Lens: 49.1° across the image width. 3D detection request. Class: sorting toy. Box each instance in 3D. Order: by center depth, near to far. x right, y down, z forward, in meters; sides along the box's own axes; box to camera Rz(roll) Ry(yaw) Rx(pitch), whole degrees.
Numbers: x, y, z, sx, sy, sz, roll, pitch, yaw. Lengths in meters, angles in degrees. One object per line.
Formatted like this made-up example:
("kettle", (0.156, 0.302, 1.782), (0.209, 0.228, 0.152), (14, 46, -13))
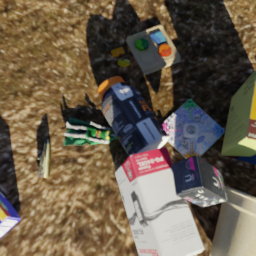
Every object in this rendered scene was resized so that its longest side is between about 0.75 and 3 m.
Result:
("sorting toy", (0.642, -2.958, 10.881), (2.371, 0.317, 1.766), (-23, 73, -7))

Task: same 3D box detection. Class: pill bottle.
("pill bottle", (0.039, -0.398, 9.432), (1.463, 1.463, 2.755), (-29, 74, -9))

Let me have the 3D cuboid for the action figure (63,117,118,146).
("action figure", (-1.259, 0.189, 9.779), (1.861, 0.509, 1.099), (7, 69, -1))

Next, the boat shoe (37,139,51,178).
("boat shoe", (-2.857, 1.034, 9.485), (0.436, 0.474, 1.327), (-1, 76, -5))

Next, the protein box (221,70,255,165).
("protein box", (4.258, -0.230, 8.943), (1.549, 2.279, 2.296), (15, 72, 5))

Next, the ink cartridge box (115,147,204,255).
("ink cartridge box", (0.738, 2.286, 8.123), (1.198, 2.087, 2.874), (-11, 71, -20))

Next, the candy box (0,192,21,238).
("candy box", (-5.329, 2.886, 8.512), (2.508, 1.142, 2.966), (43, 76, 14))

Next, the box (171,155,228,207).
("box", (1.902, 1.453, 7.425), (0.788, 1.485, 0.908), (-27, 51, 31))

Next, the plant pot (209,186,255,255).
("plant pot", (3.437, 3.099, 8.048), (2.297, 2.297, 2.102), (23, 84, 7))

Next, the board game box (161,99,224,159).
("board game box", (2.230, 0.070, 9.910), (1.737, 0.225, 1.737), (-42, 77, -11))
